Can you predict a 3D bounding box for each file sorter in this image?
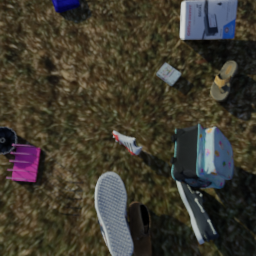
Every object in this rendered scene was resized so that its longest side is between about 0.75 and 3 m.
[{"bbox_3d":[-3.672,1.226,9.776,0.843,0.761,1.213,4,77,1],"label":"file sorter"}]

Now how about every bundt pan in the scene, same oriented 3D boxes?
[{"bbox_3d":[-4.473,0.491,10.147,1.024,0.384,1.024,0,76,0],"label":"bundt pan"}]

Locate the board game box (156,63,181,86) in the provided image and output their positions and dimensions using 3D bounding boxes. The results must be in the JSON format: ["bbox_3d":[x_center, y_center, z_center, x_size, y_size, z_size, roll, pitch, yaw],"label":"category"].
[{"bbox_3d":[1.564,-2.065,10.834,0.755,0.243,0.557,38,79,7],"label":"board game box"}]

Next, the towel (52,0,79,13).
[{"bbox_3d":[-2.711,-5.559,11.604,1.081,0.363,1.464,-19,77,-4],"label":"towel"}]

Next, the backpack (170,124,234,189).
[{"bbox_3d":[2.476,1.014,9.041,1.642,2.141,1.882,-10,61,30],"label":"backpack"}]

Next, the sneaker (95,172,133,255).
[{"bbox_3d":[-0.522,2.813,9.111,1.045,1.058,2.665,-7,77,-12],"label":"sneaker"}]

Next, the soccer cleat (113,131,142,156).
[{"bbox_3d":[-0.024,0.468,9.943,1.206,0.414,0.514,44,103,9],"label":"soccer cleat"}]

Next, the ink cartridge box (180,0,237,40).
[{"bbox_3d":[3.027,-4.116,10.720,1.930,0.813,1.396,-1,108,2],"label":"ink cartridge box"}]

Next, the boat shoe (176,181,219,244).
[{"bbox_3d":[2.241,2.555,9.302,0.711,0.891,2.357,-21,73,6],"label":"boat shoe"}]

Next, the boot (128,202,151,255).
[{"bbox_3d":[0.450,3.460,9.189,0.736,0.754,1.999,-5,80,-23],"label":"boot"}]

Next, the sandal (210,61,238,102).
[{"bbox_3d":[3.586,-1.817,10.517,0.705,0.474,1.755,21,80,31],"label":"sandal"}]
